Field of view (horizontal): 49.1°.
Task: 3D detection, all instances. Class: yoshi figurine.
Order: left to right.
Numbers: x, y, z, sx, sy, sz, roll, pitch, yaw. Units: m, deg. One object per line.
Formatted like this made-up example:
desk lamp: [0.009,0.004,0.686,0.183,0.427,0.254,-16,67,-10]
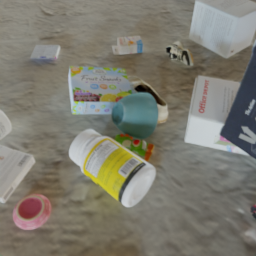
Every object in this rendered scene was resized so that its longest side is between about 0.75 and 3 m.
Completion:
yoshi figurine: [0.122,0.544,7.733,1.092,0.614,0.612,23,91,2]

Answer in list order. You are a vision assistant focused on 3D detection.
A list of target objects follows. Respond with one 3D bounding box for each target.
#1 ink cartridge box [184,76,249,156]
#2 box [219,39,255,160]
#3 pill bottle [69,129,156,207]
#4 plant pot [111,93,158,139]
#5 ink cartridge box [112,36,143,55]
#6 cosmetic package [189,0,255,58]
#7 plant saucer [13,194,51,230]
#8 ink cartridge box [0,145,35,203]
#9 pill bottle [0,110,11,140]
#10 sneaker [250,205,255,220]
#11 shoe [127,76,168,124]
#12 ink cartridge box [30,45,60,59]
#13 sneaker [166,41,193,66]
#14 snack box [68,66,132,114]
ink cartridge box: [3.073,-0.343,8.027,2.639,1.117,1.907,13,48,10]
box: [3.700,-0.341,5.434,1.688,2.827,2.875,-39,61,-24]
pill bottle: [-0.430,0.910,6.855,1.994,1.140,1.140,32,55,27]
plant pot: [0.066,-0.360,7.741,0.888,1.318,1.318,3,40,-36]
ink cartridge box: [-0.048,-3.337,11.303,1.169,0.396,0.673,-8,48,-7]
cosmetic package: [3.826,-4.168,11.182,1.678,1.688,2.017,-30,55,-26]
plant saucer: [-2.264,1.919,6.551,0.870,0.221,0.870,-1,47,1]
ink cartridge box: [-3.302,1.121,7.228,1.195,0.303,1.357,16,49,14]
pill bottle: [-4.215,0.270,7.458,1.104,1.104,1.931,23,50,20]
sneaker: [3.247,2.111,6.236,0.394,0.426,1.056,-18,49,-19]
shoe: [0.585,-1.104,9.075,0.810,0.619,2.317,-22,51,-19]
ink cartridge box: [-3.265,-2.927,11.054,0.970,0.214,0.988,1,49,1]
sneaker: [1.944,-2.748,10.718,0.684,0.591,1.561,-19,41,-5]
snack box: [-0.888,-1.192,8.837,1.866,0.631,1.573,0,51,-18]
